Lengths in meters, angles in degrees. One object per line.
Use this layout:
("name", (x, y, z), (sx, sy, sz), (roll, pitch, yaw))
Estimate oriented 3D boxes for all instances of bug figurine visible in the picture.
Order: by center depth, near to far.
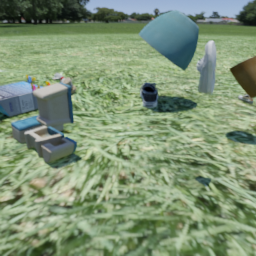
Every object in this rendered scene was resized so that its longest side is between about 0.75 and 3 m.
("bug figurine", (-2.932, -1.383, 9.277), (0.998, 0.257, 0.774), (17, 36, -35))

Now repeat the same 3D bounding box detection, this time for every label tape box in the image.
("label tape box", (-5.026, -1.156, 11.671), (1.917, 0.885, 2.676), (19, 31, 38))

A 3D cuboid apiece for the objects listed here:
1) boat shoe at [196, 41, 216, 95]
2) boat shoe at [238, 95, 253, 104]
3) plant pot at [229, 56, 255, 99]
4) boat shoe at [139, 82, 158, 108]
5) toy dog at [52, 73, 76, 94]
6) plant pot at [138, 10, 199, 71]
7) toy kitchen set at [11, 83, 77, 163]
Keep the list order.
("boat shoe", (1.641, -1.262, 5.947), (0.386, 1.128, 0.406), (9, 38, 26))
("boat shoe", (5.410, -1.365, 12.836), (0.345, 0.316, 0.923), (-7, 24, -17))
("plant pot", (3.758, -1.486, 8.431), (1.041, 1.118, 1.041), (-21, -2, -1))
("boat shoe", (0.950, -1.684, 12.934), (0.887, 0.820, 2.401), (3, 23, 7))
("toy dog", (-3.343, -2.165, 14.146), (0.804, 1.101, 1.670), (-43, 30, -14))
("plant pot", (1.903, -3.770, 11.505), (2.472, 1.665, 2.472), (33, 19, -14))
("toy kitchen set", (-2.363, -0.472, 8.430), (1.565, 2.128, 2.657), (-21, 31, -38))
